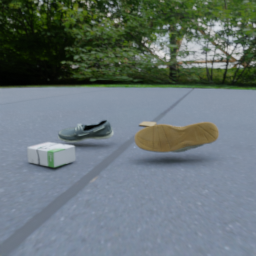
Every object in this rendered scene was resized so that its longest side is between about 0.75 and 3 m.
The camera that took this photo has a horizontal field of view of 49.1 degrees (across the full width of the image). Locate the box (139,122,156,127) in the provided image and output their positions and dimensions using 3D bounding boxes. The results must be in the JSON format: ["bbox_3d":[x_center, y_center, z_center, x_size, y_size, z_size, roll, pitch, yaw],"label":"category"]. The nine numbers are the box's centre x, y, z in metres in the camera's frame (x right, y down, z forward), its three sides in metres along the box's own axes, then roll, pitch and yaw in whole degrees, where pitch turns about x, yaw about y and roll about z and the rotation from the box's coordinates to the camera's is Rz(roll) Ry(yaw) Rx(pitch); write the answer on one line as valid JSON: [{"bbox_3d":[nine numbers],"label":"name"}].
[{"bbox_3d":[1.101,-0.192,15.599,0.779,0.101,0.953,5,13,19],"label":"box"}]

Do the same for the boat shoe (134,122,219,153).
[{"bbox_3d":[1.644,0.448,9.752,2.827,1.001,0.980,-4,-20,1],"label":"boat shoe"}]

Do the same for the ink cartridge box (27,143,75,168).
[{"bbox_3d":[-2.600,0.892,9.459,1.321,0.557,0.965,5,11,32],"label":"ink cartridge box"}]

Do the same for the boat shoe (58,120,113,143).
[{"bbox_3d":[-1.788,0.062,11.419,2.309,0.713,0.841,-4,37,8],"label":"boat shoe"}]
